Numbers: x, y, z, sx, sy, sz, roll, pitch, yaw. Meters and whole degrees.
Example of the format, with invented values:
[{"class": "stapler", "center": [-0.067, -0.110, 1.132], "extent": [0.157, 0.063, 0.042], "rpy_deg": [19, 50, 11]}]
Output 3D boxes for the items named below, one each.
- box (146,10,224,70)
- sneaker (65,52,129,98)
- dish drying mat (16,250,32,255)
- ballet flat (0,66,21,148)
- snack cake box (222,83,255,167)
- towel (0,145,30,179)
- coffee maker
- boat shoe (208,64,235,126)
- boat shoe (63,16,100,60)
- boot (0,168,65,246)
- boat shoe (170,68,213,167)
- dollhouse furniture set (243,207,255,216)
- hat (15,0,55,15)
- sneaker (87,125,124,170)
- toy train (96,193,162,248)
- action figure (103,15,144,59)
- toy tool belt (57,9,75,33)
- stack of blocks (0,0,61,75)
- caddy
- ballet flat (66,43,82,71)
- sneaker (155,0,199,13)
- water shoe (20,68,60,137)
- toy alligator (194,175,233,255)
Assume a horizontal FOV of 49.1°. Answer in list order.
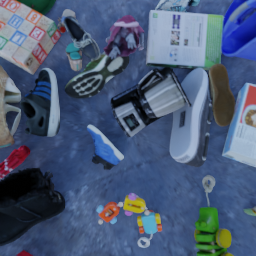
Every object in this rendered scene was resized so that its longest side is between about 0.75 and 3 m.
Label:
[{"class": "box", "center": [1.700, -2.626, 8.473], "extent": [2.220, 0.403, 1.602], "rpy_deg": [4, 91, -1]}, {"class": "sneaker", "center": [-0.993, -1.684, 8.414], "extent": [2.122, 0.816, 0.940], "rpy_deg": [-35, 40, -3]}, {"class": "dish drying mat", "center": [-2.272, 3.473, 6.972], "extent": [1.168, 0.448, 0.106], "rpy_deg": [29, 101, 10]}, {"class": "ballet flat", "center": [-3.476, -0.641, 7.873], "extent": [0.901, 0.973, 2.759], "rpy_deg": [1, 64, -17]}, {"class": "snack cake box", "center": [3.547, -0.057, 7.842], "extent": [1.211, 0.708, 2.106], "rpy_deg": [19, 75, 7]}, {"class": "towel", "center": [-3.653, 1.450, 6.731], "extent": [2.923, 2.114, 0.329], "rpy_deg": [-39, 99, -11]}, {"class": "coffee maker", "center": [0.587, -0.691, 7.622], "extent": [1.872, 1.798, 1.261], "rpy_deg": [-28, 89, 11]}, {"class": "boat shoe", "center": [2.623, -0.941, 8.147], "extent": [0.641, 0.639, 1.776], "rpy_deg": [-13, 95, -2]}, {"class": "boat shoe", "center": [-1.287, -2.480, 7.780], "extent": [0.520, 0.430, 1.389], "rpy_deg": [-30, 107, 10]}, {"class": "boot", "center": [-2.703, 1.899, 6.568], "extent": [2.412, 1.976, 0.893], "rpy_deg": [-24, 63, -9]}, {"class": "boat shoe", "center": [1.923, -0.295, 7.788], "extent": [0.977, 1.031, 2.948], "rpy_deg": [31, 55, -28]}, {"class": "dollhouse furniture set", "center": [3.562, 2.359, 7.178], "extent": [0.968, 0.634, 0.486], "rpy_deg": [7, 69, -1]}, {"class": "hat", "center": [-3.166, -4.643, 8.608], "extent": [1.619, 1.721, 1.955], "rpy_deg": [31, 77, 8]}, {"class": "sneaker", "center": [-0.807, 0.578, 7.650], "extent": [0.731, 0.505, 1.315], "rpy_deg": [-44, 101, -6]}, {"class": "toy train", "center": [0.074, 2.232, 7.092], "extent": [1.613, 0.449, 1.211], "rpy_deg": [38, 107, -7]}, {"class": "action figure", "center": [-0.158, -2.751, 7.854], "extent": [1.199, 1.333, 1.790], "rpy_deg": [5, 50, 8]}, {"class": "toy tool belt", "center": [-2.006, -3.381, 8.955], "extent": [0.485, 0.477, 0.777], "rpy_deg": [26, 90, -28]}, {"class": "stack of blocks", "center": [-3.717, -3.047, 8.594], "extent": [2.743, 0.803, 1.579], "rpy_deg": [30, 80, 8]}, {"class": "caddy", "center": [3.591, -3.068, 7.785], "extent": [1.418, 2.702, 1.910], "rpy_deg": [9, 74, -16]}, {"class": "ballet flat", "center": [-1.616, -2.111, 8.422], "extent": [0.482, 0.476, 1.417], "rpy_deg": [-7, 36, -6]}, {"class": "sneaker", "center": [1.571, -3.923, 8.984], "extent": [1.655, 0.642, 0.714], "rpy_deg": [-34, 80, -9]}, {"class": "water shoe", "center": [-2.426, -0.823, 7.602], "extent": [0.933, 0.845, 2.365], "rpy_deg": [2, 49, -26]}, {"class": "toy alligator", "center": [1.940, 2.577, 6.835], "extent": [0.752, 0.822, 2.772], "rpy_deg": [0, 79, -37]}]
